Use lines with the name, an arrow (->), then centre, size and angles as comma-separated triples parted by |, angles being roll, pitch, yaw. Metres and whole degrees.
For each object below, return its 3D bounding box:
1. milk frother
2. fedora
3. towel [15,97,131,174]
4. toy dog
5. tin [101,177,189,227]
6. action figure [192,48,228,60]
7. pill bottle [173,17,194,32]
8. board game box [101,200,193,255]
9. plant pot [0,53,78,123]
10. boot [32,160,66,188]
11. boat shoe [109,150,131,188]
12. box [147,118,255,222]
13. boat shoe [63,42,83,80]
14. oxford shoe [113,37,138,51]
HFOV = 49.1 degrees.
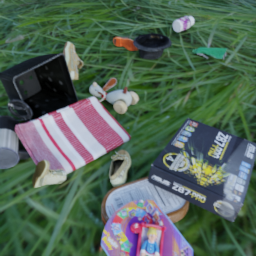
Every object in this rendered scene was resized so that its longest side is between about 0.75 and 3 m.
milk frother -> -3.474, 0.144, 8.236 | 1.367, 1.514, 1.424 | -7, 44, -13
fedora -> 1.078, -3.601, 12.686 | 1.767, 0.807, 1.767 | 1, 43, -1
towel -> -1.637, 0.186, 8.606 | 2.947, 0.335, 2.122 | -26, 62, -32
toy dog -> -0.603, -1.280, 10.138 | 1.947, 0.938, 1.284 | 9, 44, 9
tin -> 0.461, 1.924, 7.134 | 2.349, 0.492, 1.315 | -15, 50, -16
action figure -> 3.676, -3.430, 12.807 | 1.504, 0.411, 0.889 | 17, 47, 27
pill bottle -> 2.962, -5.535, 14.865 | 1.135, 0.637, 0.637 | -31, 51, -28
board game box -> 0.426, 2.541, 6.087 | 1.632, 0.402, 2.065 | -30, 66, -22
plant pot -> -3.238, -1.412, 9.683 | 1.761, 1.985, 1.980 | 21, 47, 34
boot -> -1.884, 1.112, 6.917 | 0.768, 0.993, 0.358 | 1, 48, -35
boat shoe -> -0.246, 1.043, 7.893 | 0.510, 0.436, 1.391 | -19, 31, 16
box -> 2.131, 0.934, 7.626 | 2.257, 0.688, 2.800 | 25, 37, 20
boat shoe -> -2.377, -2.783, 11.955 | 0.905, 0.852, 2.377 | 7, 50, -13
oxford shoe -> 0.012, -4.119, 13.467 | 1.490, 0.531, 0.543 | 26, 44, 25
